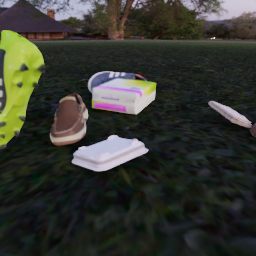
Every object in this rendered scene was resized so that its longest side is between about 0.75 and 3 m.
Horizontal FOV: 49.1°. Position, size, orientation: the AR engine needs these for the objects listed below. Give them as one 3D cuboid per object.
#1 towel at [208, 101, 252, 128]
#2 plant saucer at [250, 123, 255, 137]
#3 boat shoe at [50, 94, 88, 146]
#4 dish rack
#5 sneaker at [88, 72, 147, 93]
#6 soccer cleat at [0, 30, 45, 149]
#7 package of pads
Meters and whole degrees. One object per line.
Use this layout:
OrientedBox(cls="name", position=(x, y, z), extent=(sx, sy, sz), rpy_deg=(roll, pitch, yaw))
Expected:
OrientedBox(cls="towel", position=(2.948, -0.416, 8.100), extent=(0.813, 0.211, 1.226), rpy_deg=(16, 21, -30))
OrientedBox(cls="plant saucer", position=(4.157, 0.073, 7.417), extent=(1.682, 0.290, 1.682), rpy_deg=(1, 22, -1))
OrientedBox(cls="boat shoe", position=(-1.614, -0.351, 7.428), extent=(0.921, 0.922, 2.493), rpy_deg=(-11, 19, -2))
OrientedBox(cls="dish rack", position=(-0.409, 0.482, 6.069), extent=(1.407, 0.306, 1.208), rpy_deg=(-20, 19, -39))
OrientedBox(cls="sneaker", position=(-0.346, -1.833, 11.459), extent=(2.542, 0.953, 1.074), rpy_deg=(-14, 21, -32))
OrientedBox(cls="soccer cleat", position=(-2.689, -0.648, 5.941), extent=(1.157, 2.855, 0.964), rpy_deg=(46, 25, 22))
OrientedBox(cls="package of pads", position=(-0.134, -1.179, 10.039), extent=(1.719, 0.759, 2.225), rpy_deg=(10, 22, 20))
